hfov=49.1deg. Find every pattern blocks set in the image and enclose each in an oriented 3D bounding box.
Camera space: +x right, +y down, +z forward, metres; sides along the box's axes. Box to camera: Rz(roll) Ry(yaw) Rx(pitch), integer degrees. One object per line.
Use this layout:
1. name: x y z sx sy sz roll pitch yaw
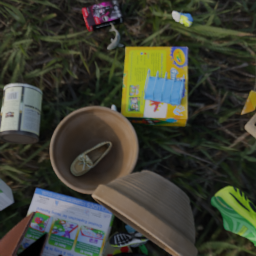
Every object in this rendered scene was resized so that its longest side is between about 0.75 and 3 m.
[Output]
1. pattern blocks set: -0.493 3.953 8.657 2.135 0.173 1.877 -21 73 -6

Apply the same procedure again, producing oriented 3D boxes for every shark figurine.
1. shark figurine: -0.472 -3.554 10.875 0.623 0.435 1.042 2 75 -1

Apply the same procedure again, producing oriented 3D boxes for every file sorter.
1. file sorter: 1.145 -1.306 8.897 1.179 0.723 0.818 11 75 9

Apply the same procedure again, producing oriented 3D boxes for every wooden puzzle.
1. wooden puzzle: 5.146 -0.112 9.867 2.558 0.299 1.726 36 76 10

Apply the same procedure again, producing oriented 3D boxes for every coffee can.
1. coffee can: -3.606 -0.439 9.447 1.268 1.268 1.732 -1 72 0

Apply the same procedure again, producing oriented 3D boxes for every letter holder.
1. letter holder: -3.094 3.823 7.494 2.677 1.903 1.346 -42 107 14

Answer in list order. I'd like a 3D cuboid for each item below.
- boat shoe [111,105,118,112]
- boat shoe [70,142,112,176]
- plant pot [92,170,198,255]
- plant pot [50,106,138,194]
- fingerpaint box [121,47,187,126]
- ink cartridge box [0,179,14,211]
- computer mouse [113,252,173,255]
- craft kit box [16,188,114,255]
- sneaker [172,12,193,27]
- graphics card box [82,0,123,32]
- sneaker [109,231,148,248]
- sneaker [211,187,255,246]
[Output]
1. boat shoe: -0.370 -0.342 9.953 0.342 0.348 0.965 -9 81 -14
2. boat shoe: -1.194 0.940 9.077 0.578 0.494 1.577 49 60 0
3. plant pot: 0.639 2.084 7.322 2.980 2.980 1.376 33 73 10
4. plant pot: -1.024 0.776 9.082 2.729 1.260 2.729 0 74 1
5. fingerpaint box: 0.952 -1.443 9.848 2.208 0.971 2.647 1 73 6
6. ink cartridge box: -4.621 2.226 8.588 1.655 1.209 0.698 -32 39 -9
7. computer mouse: 0.712 4.146 8.295 2.706 0.461 0.793 4 75 -6
8. craft kit box: -1.955 3.428 8.507 2.620 0.636 2.587 13 70 9
9. sneaker: 2.204 -4.420 11.221 0.892 0.338 0.468 39 65 4
10. graphics card box: -1.008 -4.482 11.180 1.478 0.376 0.927 -17 73 -6
11. sneaker: 0.055 3.466 8.552 1.268 0.513 0.468 -4 37 -9
12. sneaker: 3.583 2.901 8.683 2.549 1.065 0.944 51 45 -2
